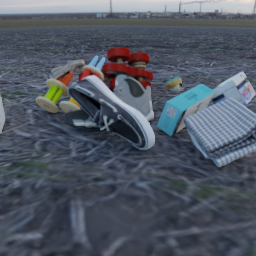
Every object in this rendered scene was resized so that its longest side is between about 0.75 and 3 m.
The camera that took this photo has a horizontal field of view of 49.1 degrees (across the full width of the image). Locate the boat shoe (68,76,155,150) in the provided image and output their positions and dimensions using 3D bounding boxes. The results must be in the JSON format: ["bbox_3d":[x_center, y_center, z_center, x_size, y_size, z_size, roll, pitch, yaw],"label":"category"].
[{"bbox_3d":[-0.510,-0.322,7.463,2.741,0.983,0.929,45,49,14],"label":"boat shoe"}]

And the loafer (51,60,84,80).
[{"bbox_3d":[-2.060,-1.990,9.762,1.269,0.399,0.456,-16,-11,16],"label":"loafer"}]

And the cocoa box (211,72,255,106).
[{"bbox_3d":[3.698,-1.214,9.899,0.980,0.965,1.470,-31,0,41],"label":"cocoa box"}]

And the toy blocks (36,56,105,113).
[{"bbox_3d":[-1.901,-1.617,9.873,1.951,0.850,2.341,12,63,28],"label":"toy blocks"}]

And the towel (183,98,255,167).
[{"bbox_3d":[2.405,0.015,7.120,1.536,0.794,1.855,-24,27,1],"label":"towel"}]

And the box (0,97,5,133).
[{"bbox_3d":[-4.400,-0.632,8.479,0.928,1.412,1.420,-7,25,-14],"label":"box"}]

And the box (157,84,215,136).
[{"bbox_3d":[1.857,-0.621,8.779,0.561,0.939,2.282,36,39,23],"label":"box"}]

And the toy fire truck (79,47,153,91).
[{"bbox_3d":[-0.396,-2.169,11.620,2.261,1.510,2.692,-8,-5,43],"label":"toy fire truck"}]

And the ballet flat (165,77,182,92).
[{"bbox_3d":[1.801,-1.631,10.608,0.534,0.491,1.557,-22,6,27],"label":"ballet flat"}]

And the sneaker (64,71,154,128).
[{"bbox_3d":[-0.593,-0.916,8.674,2.825,1.631,1.060,-5,12,-17],"label":"sneaker"}]
